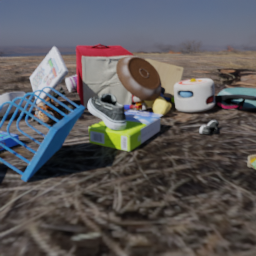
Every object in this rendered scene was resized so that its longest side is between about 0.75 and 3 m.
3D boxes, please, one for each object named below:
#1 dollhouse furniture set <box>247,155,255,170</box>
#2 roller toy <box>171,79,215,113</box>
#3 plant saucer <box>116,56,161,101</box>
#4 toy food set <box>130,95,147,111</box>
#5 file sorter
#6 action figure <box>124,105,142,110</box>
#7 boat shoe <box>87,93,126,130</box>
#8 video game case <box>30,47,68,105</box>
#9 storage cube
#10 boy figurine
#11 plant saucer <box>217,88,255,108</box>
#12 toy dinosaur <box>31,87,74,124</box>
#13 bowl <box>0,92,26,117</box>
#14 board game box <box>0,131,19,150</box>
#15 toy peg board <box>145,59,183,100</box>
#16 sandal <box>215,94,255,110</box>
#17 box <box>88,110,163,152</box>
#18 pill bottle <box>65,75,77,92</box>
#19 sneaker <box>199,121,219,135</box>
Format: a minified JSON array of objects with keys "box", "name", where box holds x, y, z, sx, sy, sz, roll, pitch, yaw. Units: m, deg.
[{"box":[3.688,0.566,6.207,1.708,0.857,1.119,-6,19,-16],"name":"dollhouse furniture set"},{"box":[2.700,-1.389,11.369,1.746,1.220,1.593,-9,17,-2],"name":"roller toy"},{"box":[0.520,-1.967,10.559,2.062,2.062,0.377,-17,-17,-43],"name":"plant saucer"},{"box":[0.411,-1.089,11.687,0.659,0.700,1.465,-9,15,24],"name":"toy food set"},{"box":[-2.102,-0.024,6.484,1.231,1.392,2.006,34,18,-4],"name":"file sorter"},{"box":[-0.510,-0.617,10.150,2.003,0.655,0.518,4,15,26],"name":"action figure"},{"box":[-0.565,-0.647,8.205,0.779,0.766,2.161,-1,21,-30],"name":"boat shoe"},{"box":[-3.182,-2.076,11.075,0.230,1.768,1.943,28,23,-44],"name":"video game case"},{"box":[-1.100,-2.334,12.603,2.225,2.603,2.340,-4,25,-14],"name":"storage cube"},{"box":[1.147,-1.128,11.267,1.397,0.724,2.247,28,21,-11],"name":"boy figurine"},{"box":[5.536,-1.495,13.196,2.776,0.499,2.776,0,18,0],"name":"plant saucer"},{"box":[-2.820,-0.722,10.045,1.471,1.107,2.168,-29,42,-11],"name":"toy dinosaur"},{"box":[-4.465,-0.819,10.248,1.380,0.515,1.378,-26,4,12],"name":"bowl"},{"box":[-3.772,0.424,7.534,0.963,0.285,1.266,9,19,34],"name":"board game box"},{"box":[1.507,-2.198,13.840,1.976,0.970,1.984,16,58,7],"name":"toy peg board"},{"box":[4.224,-1.060,11.849,1.049,0.629,2.792,2,2,-29],"name":"sandal"},{"box":[0.011,0.004,8.481,1.366,0.534,2.241,10,21,29],"name":"box"},{"box":[-2.649,-2.542,15.422,1.442,0.810,0.810,-22,24,-16],"name":"pill bottle"},{"box":[2.663,0.025,8.835,0.939,0.312,0.425,-20,29,-38],"name":"sneaker"}]
